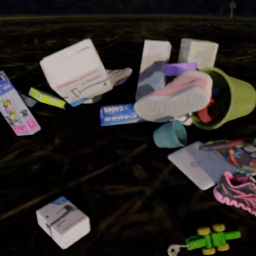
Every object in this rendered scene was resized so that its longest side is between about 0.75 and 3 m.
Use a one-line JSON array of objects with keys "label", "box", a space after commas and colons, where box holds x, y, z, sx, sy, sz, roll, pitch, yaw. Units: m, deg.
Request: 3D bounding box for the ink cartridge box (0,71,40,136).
[{"label": "ink cartridge box", "box": [-4.188, -0.782, 9.982, 1.376, 2.306, 0.484, -5, 28, 47]}]

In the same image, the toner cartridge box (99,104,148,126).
[{"label": "toner cartridge box", "box": [-0.027, -0.556, 11.266, 2.153, 1.022, 0.465, -7, 74, -11]}]

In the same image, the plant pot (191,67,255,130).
[{"label": "plant pot", "box": [3.992, -1.196, 11.522, 2.300, 2.422, 2.422, -4, 26, -33]}]

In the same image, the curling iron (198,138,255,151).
[{"label": "curling iron", "box": [3.349, 0.522, 9.215, 2.258, 0.289, 0.560, -3, 0, -14]}]

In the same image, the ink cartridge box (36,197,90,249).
[{"label": "ink cartridge box", "box": [-1.543, 2.215, 6.660, 1.070, 0.451, 0.774, 24, 36, 38]}]

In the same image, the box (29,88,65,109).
[{"label": "box", "box": [-3.543, -1.291, 12.493, 0.912, 0.356, 1.495, 28, 6, 33]}]

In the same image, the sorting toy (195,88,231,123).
[{"label": "sorting toy", "box": [3.602, -0.964, 11.679, 2.179, 1.309, 0.894, -13, 8, -26]}]

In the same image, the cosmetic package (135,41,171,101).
[{"label": "cosmetic package", "box": [1.192, -2.608, 13.280, 1.172, 2.840, 0.719, 10, 1, 16]}]

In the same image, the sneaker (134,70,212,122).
[{"label": "sneaker", "box": [1.667, -1.173, 10.133, 2.952, 1.111, 1.543, -12, 35, 39]}]

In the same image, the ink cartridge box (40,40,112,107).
[{"label": "ink cartridge box", "box": [-2.007, -2.143, 11.672, 2.113, 1.220, 2.895, -25, -11, 1]}]

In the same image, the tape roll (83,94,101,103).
[{"label": "tape roll", "box": [-2.019, -1.888, 13.917, 1.324, 0.909, 1.324, 0, 29, 0]}]

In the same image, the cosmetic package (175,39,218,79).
[{"label": "cosmetic package", "box": [3.099, -2.681, 13.260, 1.461, 2.777, 0.987, 0, 25, -19]}]

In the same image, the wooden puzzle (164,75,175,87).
[{"label": "wooden puzzle", "box": [1.866, -2.378, 14.157, 1.766, 0.124, 1.047, -2, 52, -20]}]

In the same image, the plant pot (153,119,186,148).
[{"label": "plant pot", "box": [1.411, 0.273, 9.753, 0.897, 0.955, 0.955, -19, 16, 32]}]

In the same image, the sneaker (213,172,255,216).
[{"label": "sneaker", "box": [3.227, 1.678, 7.187, 1.952, 0.931, 0.771, 15, 30, 23]}]

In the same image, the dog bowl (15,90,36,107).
[{"label": "dog bowl", "box": [-4.799, -1.342, 12.722, 1.214, 0.356, 1.214, 28, -2, 1]}]

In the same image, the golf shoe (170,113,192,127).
[{"label": "golf shoe", "box": [1.667, -0.704, 11.706, 0.922, 1.169, 2.539, -35, 27, -11]}]

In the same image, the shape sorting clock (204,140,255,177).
[{"label": "shape sorting clock", "box": [3.334, 0.922, 9.131, 2.158, 0.423, 2.158, 0, 28, 0]}]

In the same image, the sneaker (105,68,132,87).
[{"label": "sneaker", "box": [-0.939, -2.639, 14.469, 2.318, 0.951, 0.866, -20, 24, 16]}]

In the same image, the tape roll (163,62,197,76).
[{"label": "tape roll", "box": [2.201, -2.495, 11.820, 1.401, 0.460, 1.401, -6, 12, 1]}]

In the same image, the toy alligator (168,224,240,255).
[{"label": "toy alligator", "box": [1.616, 2.491, 6.185, 1.731, 0.513, 0.470, -8, -12, -13]}]

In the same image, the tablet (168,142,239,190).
[{"label": "tablet", "box": [2.247, 1.087, 8.675, 1.302, 0.137, 2.001, -23, 28, -13]}]
